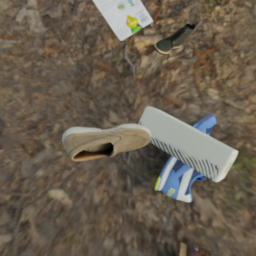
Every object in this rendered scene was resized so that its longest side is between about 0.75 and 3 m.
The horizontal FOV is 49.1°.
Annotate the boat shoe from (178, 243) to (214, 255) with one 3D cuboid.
[{"bbox_3d":[1.316,3.795,5.934,0.876,0.876,2.490,13,64,10],"label":"boat shoe"}]

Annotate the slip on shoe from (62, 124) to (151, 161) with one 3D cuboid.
[{"bbox_3d":[-0.239,0.232,3.968,1.333,0.507,0.404,2,41,-29],"label":"slip on shoe"}]

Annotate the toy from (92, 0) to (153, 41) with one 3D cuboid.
[{"bbox_3d":[-0.330,-2.828,6.253,0.994,0.408,1.726,-37,94,-20],"label":"toy"}]

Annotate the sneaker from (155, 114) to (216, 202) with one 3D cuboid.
[{"bbox_3d":[1.751,0.788,7.464,1.068,0.960,2.597,31,75,15],"label":"sneaker"}]

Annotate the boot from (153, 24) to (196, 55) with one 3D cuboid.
[{"bbox_3d":[1.174,-2.310,7.117,0.434,0.775,1.120,51,46,3],"label":"boot"}]

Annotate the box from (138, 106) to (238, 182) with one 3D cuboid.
[{"bbox_3d":[1.229,0.308,6.107,2.081,0.855,0.711,31,100,28],"label":"box"}]
